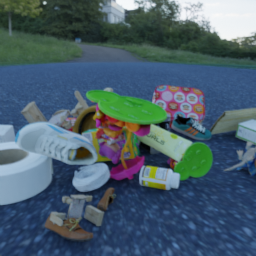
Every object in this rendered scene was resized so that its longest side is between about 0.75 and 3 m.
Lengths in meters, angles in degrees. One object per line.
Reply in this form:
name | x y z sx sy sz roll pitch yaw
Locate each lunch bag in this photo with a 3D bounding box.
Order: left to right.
lunch bag | -2.462 0.013 12.062 1.525 0.625 1.343 3 17 16
lunch bag | 2.307 -0.847 12.922 2.407 0.986 2.120 7 60 0

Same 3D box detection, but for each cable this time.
cable | -1.033 1.381 7.816 1.061 0.367 1.061 -18 19 11

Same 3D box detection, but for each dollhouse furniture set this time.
dollhouse furniture set | -3.082 -0.570 11.465 2.585 1.145 1.340 -16 30 23
dollhouse furniture set | -1.060 1.801 6.052 0.478 0.559 1.079 13 -1 41

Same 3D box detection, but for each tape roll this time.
tape roll | -3.452 1.196 8.049 2.457 0.859 2.457 0 17 0

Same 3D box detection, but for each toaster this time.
toaster | 0.893 0.082 10.672 0.934 1.423 1.573 -5 19 -24

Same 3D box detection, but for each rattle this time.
rattle | -1.332 -1.768 17.733 1.301 1.185 1.821 9 -20 -38

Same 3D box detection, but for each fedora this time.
fedora | -1.314 0.051 10.973 1.835 1.835 0.748 11 -15 31

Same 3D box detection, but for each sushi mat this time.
sushi mat | 4.931 -0.330 12.107 2.957 1.415 0.179 -8 55 -24

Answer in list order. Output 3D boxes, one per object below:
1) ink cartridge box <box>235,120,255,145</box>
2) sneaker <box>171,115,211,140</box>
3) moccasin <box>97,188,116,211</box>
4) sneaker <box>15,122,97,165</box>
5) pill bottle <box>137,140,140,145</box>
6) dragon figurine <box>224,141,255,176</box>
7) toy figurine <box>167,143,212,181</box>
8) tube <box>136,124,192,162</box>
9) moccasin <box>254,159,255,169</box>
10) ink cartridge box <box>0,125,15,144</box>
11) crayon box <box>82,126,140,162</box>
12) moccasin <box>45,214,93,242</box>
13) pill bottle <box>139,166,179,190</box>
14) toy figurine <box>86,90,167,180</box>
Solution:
ink cartridge box | 5.478 0.347 10.986 1.094 0.625 2.107 -13 26 -34
sneaker | 2.679 -0.029 11.618 1.704 0.681 0.608 19 43 8
moccasin | -0.499 1.799 7.083 0.325 0.308 0.841 14 17 11
sneaker | -1.910 0.482 7.780 2.314 0.885 0.935 14 14 -35
pill bottle | -0.214 0.180 10.957 1.005 1.005 1.773 -4 19 -13
dragon figurine | 3.757 1.101 8.777 0.583 0.985 1.981 19 45 42
toy figurine | 1.732 1.026 8.968 1.415 1.063 1.303 -33 14 -16
tube | 0.751 0.213 9.329 2.625 0.762 0.682 27 0 22
moccasin | 4.683 1.275 7.496 0.979 1.033 2.676 -9 20 -26
ink cartridge box | -4.934 0.377 10.604 1.011 0.744 0.731 2 31 5
crayon box | -0.580 0.526 9.249 1.749 1.039 0.509 -7 11 22
moccasin | -1.226 2.071 5.903 1.179 0.455 0.431 8 -15 37
pill bottle | 0.880 1.409 7.840 1.050 0.574 0.574 7 19 19
toy figurine | -0.317 0.360 8.179 2.514 2.314 1.888 25 27 29
